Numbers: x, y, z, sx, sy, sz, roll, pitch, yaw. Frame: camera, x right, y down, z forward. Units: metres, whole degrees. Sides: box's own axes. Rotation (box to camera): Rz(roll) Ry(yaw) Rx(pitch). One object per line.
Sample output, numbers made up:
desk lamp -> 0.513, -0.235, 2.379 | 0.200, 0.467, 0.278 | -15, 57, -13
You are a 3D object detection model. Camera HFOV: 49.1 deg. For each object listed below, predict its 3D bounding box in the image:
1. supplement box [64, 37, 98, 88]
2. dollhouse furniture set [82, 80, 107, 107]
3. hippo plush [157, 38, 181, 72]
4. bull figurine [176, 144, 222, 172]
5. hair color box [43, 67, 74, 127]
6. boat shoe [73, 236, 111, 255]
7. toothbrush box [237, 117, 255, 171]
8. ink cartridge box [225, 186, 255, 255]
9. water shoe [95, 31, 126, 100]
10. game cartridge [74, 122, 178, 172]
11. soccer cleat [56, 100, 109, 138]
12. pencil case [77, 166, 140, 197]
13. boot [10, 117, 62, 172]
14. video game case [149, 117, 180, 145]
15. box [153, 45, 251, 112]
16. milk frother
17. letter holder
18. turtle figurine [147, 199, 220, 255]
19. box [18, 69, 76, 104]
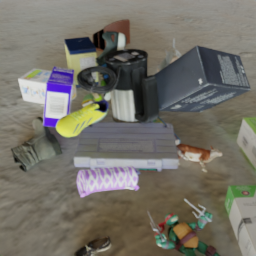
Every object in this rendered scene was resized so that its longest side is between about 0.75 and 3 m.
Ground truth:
supplement box -> -2.132, -2.999, 12.770 | 1.163, 1.731, 1.733 | -10, 36, -14
dollhouse furniture set -> -1.225, -1.197, 9.710 | 1.088, 0.420, 0.544 | -22, 40, 16
hippo plush -> 2.373, -2.882, 13.303 | 1.522, 1.508, 1.893 | 23, 44, -18
bull figurine -> 2.081, 0.847, 8.422 | 1.388, 0.452, 0.843 | 10, 36, 14
hair color box -> -2.158, -1.049, 8.914 | 0.787, 1.327, 2.429 | 6, 21, -14
boat shoe -> -0.781, 2.602, 6.091 | 0.853, 0.257, 0.315 | -13, 37, -18
toothbrush box -> 4.817, 0.493, 8.423 | 2.365, 1.018, 1.722 | -4, 35, -4
ink cartridge box -> 3.086, 2.187, 6.236 | 1.323, 0.762, 1.812 | 0, 35, 1
water shoe -> -0.757, -2.275, 10.308 | 0.972, 2.462, 0.880 | 13, 15, -4
game cartridge -> -0.038, 0.525, 8.507 | 2.935, 0.563, 1.903 | 1, 39, 2
soccer cleat -> -1.177, -0.332, 7.446 | 0.622, 0.805, 1.925 | 46, 32, 7
pencil case -> -0.330, 0.886, 4.662 | 1.035, 0.435, 0.443 | -1, 56, -26
boot -> -3.078, 0.440, 8.854 | 1.367, 0.709, 2.093 | -24, 40, -22
video game case -> 0.296, 0.272, 9.450 | 2.364, 0.210, 1.692 | -14, 38, -18
box -> 2.317, -1.460, 9.197 | 2.223, 2.186, 1.305 | -1, 74, -37
milk frother -> -0.351, -1.057, 8.868 | 2.349, 2.210, 2.120 | -13, 33, -10
letter holder -> -0.991, -5.621, 16.660 | 1.107, 1.565, 2.202 | 26, 43, 32
turtle figurine -> 1.278, 2.316, 5.965 | 1.339, 0.901, 1.789 | -32, 60, -17
box -> -3.258, -1.640, 11.476 | 1.963, 0.995, 1.104 | 12, 38, 17
